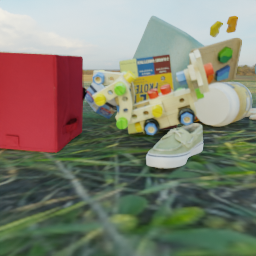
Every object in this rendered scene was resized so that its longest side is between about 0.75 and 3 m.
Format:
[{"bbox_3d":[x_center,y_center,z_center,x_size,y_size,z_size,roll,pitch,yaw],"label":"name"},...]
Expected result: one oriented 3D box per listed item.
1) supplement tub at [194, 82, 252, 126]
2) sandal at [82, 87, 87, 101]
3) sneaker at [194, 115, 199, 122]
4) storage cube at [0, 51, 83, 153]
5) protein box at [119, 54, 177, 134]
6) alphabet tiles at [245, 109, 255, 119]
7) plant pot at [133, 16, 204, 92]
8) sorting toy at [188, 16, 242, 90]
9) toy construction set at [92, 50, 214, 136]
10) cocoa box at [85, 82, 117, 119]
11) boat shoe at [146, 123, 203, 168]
[{"bbox_3d":[2.986,-0.765,8.823,1.320,1.320,1.825,9,15,39],"label":"supplement tub"},{"bbox_3d":[-1.544,-1.106,8.871,0.345,0.576,1.533,38,-13,7],"label":"sandal"},{"bbox_3d":[1.895,-0.495,9.704,0.735,0.571,1.634,6,9,-34],"label":"sneaker"},{"bbox_3d":[-2.303,-0.736,6.615,2.267,2.038,1.938,5,14,7],"label":"storage cube"},{"bbox_3d":[0.532,-0.972,7.966,1.291,1.899,1.913,-7,9,2],"label":"protein box"},{"bbox_3d":[5.288,-0.596,10.204,2.106,0.154,2.060,0,13,36],"label":"alphabet tiles"},{"bbox_3d":[1.968,-2.138,10.356,2.666,2.610,2.617,33,18,31],"label":"plant pot"},{"bbox_3d":[2.577,-2.092,8.216,1.586,2.128,0.285,-15,44,-8],"label":"sorting toy"},{"bbox_3d":[0.552,-0.683,5.614,2.448,1.605,1.127,-10,24,28],"label":"toy construction set"},{"bbox_3d":[-0.931,-0.987,9.777,0.735,0.724,1.103,27,17,-49],"label":"cocoa box"},{"bbox_3d":[0.933,0.297,5.435,0.687,0.592,1.908,6,12,33],"label":"boat shoe"}]
